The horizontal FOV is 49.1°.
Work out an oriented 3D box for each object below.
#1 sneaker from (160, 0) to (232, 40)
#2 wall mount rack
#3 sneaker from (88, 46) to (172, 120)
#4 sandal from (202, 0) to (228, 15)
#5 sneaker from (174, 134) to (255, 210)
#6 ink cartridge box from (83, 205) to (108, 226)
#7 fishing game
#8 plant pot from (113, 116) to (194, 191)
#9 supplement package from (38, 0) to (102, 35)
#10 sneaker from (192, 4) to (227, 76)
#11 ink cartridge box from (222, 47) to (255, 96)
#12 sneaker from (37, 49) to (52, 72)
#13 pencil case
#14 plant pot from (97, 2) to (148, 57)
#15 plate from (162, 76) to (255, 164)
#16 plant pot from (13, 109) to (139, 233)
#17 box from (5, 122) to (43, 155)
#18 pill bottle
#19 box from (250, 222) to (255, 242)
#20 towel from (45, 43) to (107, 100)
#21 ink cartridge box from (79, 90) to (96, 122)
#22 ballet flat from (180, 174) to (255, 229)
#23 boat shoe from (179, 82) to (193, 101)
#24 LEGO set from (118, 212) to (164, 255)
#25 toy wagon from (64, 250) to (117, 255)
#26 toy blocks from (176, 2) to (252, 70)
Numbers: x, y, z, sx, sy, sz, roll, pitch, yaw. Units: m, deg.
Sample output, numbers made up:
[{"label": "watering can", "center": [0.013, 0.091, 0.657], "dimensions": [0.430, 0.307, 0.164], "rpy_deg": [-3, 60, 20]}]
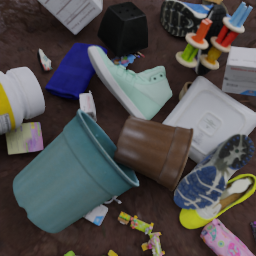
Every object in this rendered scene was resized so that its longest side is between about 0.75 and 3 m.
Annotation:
[{"label": "sneaker", "center": [2.428, -3.745, 9.803], "dimensions": [2.872, 1.128, 1.280], "rpy_deg": [30, 41, 21]}, {"label": "wall mount rack", "center": [-0.235, 1.616, 7.810], "dimensions": [1.247, 0.465, 1.083], "rpy_deg": [-46, 46, -16]}, {"label": "sneaker", "center": [0.139, -1.620, 8.395], "dimensions": [1.640, 1.023, 2.780], "rpy_deg": [-41, 107, -3]}, {"label": "sandal", "center": [3.170, -4.842, 10.384], "dimensions": [0.826, 0.555, 2.057], "rpy_deg": [-6, 69, -2]}, {"label": "sneaker", "center": [2.242, 1.195, 7.493], "dimensions": [2.505, 1.067, 0.965], "rpy_deg": [-43, 86, 3]}, {"label": "ink cartridge box", "center": [-1.076, 2.262, 7.809], "dimensions": [0.909, 0.308, 0.527], "rpy_deg": [26, 71, 9]}, {"label": "fishing game", "center": [-0.333, -2.183, 9.193], "dimensions": [1.668, 0.259, 1.195], "rpy_deg": [-24, 29, -2]}, {"label": "plant pot", "center": [0.619, 0.568, 7.490], "dimensions": [1.734, 1.751, 1.751], "rpy_deg": [19, 70, 5]}, {"label": "supplement package", "center": [-2.068, -4.452, 9.044], "dimensions": [1.315, 2.243, 1.311], "rpy_deg": [-33, 40, 24]}, {"label": "sneaker", "center": [2.265, -2.789, 8.720], "dimensions": [0.835, 2.205, 0.966], "rpy_deg": [-17, 49, -23]}, {"label": "ink cartridge box", "center": [3.179, -1.489, 7.588], "dimensions": [1.039, 1.419, 0.609], "rpy_deg": [11, 70, 17]}, {"label": "sneaker", "center": [-2.795, -2.275, 9.411], "dimensions": [0.354, 0.266, 0.757], "rpy_deg": [-16, 87, -37]}, {"label": "pencil case", "center": [2.665, 3.131, 7.263], "dimensions": [0.719, 0.719, 1.644], "rpy_deg": [-42, 76, -14]}, {"label": "plant pot", "center": [-0.121, -3.289, 9.091], "dimensions": [1.299, 1.152, 1.296], "rpy_deg": [-25, 60, -25]}, {"label": "plate", "center": [2.371, -0.090, 8.260], "dimensions": [2.225, 0.360, 2.230], "rpy_deg": [37, 91, 6]}, {"label": "plant pot", "center": [-1.361, 1.205, 7.063], "dimensions": [2.357, 2.407, 2.407], "rpy_deg": [-39, 73, 2]}, {"label": "box", "center": [-3.034, 0.300, 8.178], "dimensions": [0.937, 0.453, 0.825], "rpy_deg": [-8, 91, 21]}, {"label": "pill bottle", "center": [-3.769, -0.511, 7.110], "dimensions": [2.894, 1.654, 1.654], "rpy_deg": [-26, 70, -31]}, {"label": "box", "center": [3.869, 2.845, 7.670], "dimensions": [0.877, 0.158, 0.627], "rpy_deg": [-7, 68, -4]}, {"label": "towel", "center": [-1.646, -1.836, 9.112], "dimensions": [1.469, 0.493, 1.989], "rpy_deg": [18, 71, 30]}, {"label": "ink cartridge box", "center": [-1.225, -0.629, 8.490], "dimensions": [0.367, 1.080, 0.627], "rpy_deg": [-9, 70, -3]}, {"label": "ballet flat", "center": [2.497, 1.924, 7.664], "dimensions": [2.430, 0.814, 0.812], "rpy_deg": [-26, 69, -9]}, {"label": "boat shoe", "center": [2.407, -0.404, 8.584], "dimensions": [0.830, 0.752, 2.330], "rpy_deg": [-35, 73, -12]}, {"label": "LEGO set", "center": [0.412, 2.817, 7.200], "dimensions": [0.790, 0.639, 1.718], "rpy_deg": [-33, 75, 0]}, {"label": "toy wagon", "center": [-1.148, 4.046, 7.053], "dimensions": [2.336, 0.462, 1.813], "rpy_deg": [-38, 74, -14]}, {"label": "toy blocks", "center": [2.241, -2.427, 7.288], "dimensions": [1.479, 1.774, 0.644], "rpy_deg": [-2, 51, -27]}]
